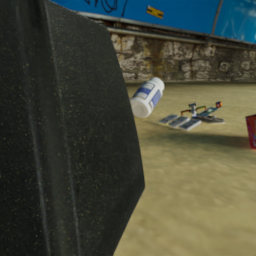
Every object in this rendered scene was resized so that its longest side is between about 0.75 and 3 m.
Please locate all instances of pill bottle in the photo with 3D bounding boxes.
[{"bbox_3d":[0.716,-1.174,10.432,0.883,0.883,1.592,8,45,32],"label":"pill bottle"}]

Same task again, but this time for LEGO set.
[{"bbox_3d":[2.124,-0.367,9.042,1.879,0.461,1.403,-30,24,-23],"label":"LEGO set"}]

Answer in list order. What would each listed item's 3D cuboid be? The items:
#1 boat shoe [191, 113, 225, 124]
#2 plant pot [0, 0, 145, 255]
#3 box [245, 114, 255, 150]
[{"bbox_3d":[2.665,-0.326,9.372,1.103,0.314,0.369,5,13,23],"label":"boat shoe"},{"bbox_3d":[-1.264,-0.039,3.129,2.599,2.306,2.593,4,13,14],"label":"plant pot"},{"bbox_3d":[3.424,-0.018,6.424,1.567,0.781,0.748,-12,2,-41],"label":"box"}]
